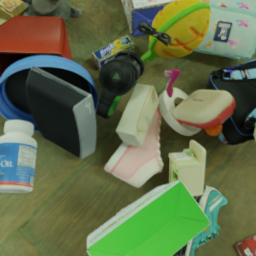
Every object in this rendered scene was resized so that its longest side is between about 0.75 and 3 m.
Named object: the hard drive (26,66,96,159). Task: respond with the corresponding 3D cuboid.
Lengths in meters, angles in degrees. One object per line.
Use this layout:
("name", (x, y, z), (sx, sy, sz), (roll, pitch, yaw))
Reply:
("hard drive", (-1.806, -0.218, 7.700), (1.917, 2.843, 0.602), (27, 59, 11))

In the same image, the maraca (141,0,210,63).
("maraca", (1.439, -2.910, 8.854), (1.977, 2.884, 1.543), (-24, 83, -24))

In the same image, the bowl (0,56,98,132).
("bowl", (-2.320, -0.905, 8.186), (2.880, 2.880, 0.565), (-9, 55, -4))

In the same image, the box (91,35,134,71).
("box", (-0.532, -2.713, 10.110), (1.522, 0.533, 0.489), (-31, 71, -12))

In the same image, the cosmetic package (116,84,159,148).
("cosmetic package", (0.295, -0.353, 7.847), (0.577, 0.817, 1.579), (12, 67, 24))

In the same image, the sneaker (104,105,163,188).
("sneaker", (0.633, 0.545, 8.575), (1.469, 1.058, 2.810), (35, 69, 4))

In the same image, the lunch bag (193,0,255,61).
("lunch bag", (3.416, -3.834, 9.895), (2.396, 1.715, 2.813), (14, 78, 10))

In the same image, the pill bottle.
("pill bottle", (-2.899, 0.746, 7.218), (0.989, 0.989, 1.763), (-2, 71, -1))

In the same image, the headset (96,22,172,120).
("headset", (0.029, -1.496, 8.014), (1.407, 2.996, 1.850), (26, 32, 2))

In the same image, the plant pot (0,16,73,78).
("plant pot", (-2.937, -2.234, 9.029), (2.477, 2.479, 2.185), (2, 57, 1))

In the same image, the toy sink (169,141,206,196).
("toy sink", (1.605, 1.119, 7.846), (0.754, 0.877, 1.346), (-4, 108, -12))

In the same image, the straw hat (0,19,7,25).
("straw hat", (-5.185, -3.334, 10.061), (2.625, 1.111, 2.625), (0, 67, 0))

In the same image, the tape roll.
("tape roll", (1.661, -0.518, 8.799), (1.673, 0.306, 1.673), (24, 46, -27))

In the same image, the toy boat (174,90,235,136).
("toy boat", (2.091, -0.288, 7.490), (1.179, 1.806, 1.181), (-39, 111, -11))

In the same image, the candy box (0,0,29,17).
("candy box", (-4.375, -5.038, 11.139), (0.757, 0.363, 1.312), (37, 73, 15))

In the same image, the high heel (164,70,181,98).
("high heel", (1.184, -1.117, 7.193), (0.407, 0.849, 0.286), (5, 40, 21))

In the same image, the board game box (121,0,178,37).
("board game box", (0.883, -5.199, 10.656), (2.254, 1.369, 2.827), (-12, 68, -5))

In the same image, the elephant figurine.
("elephant figurine", (-3.134, -4.636, 9.724), (1.898, 2.683, 2.081), (28, 71, 11))

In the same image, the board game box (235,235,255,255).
("board game box", (3.698, 3.822, 7.687), (0.799, 0.151, 1.552), (-23, 70, -8))

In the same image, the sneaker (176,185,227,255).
("sneaker", (2.044, 2.788, 7.734), (0.958, 0.933, 2.406), (29, 71, 2))

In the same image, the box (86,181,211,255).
("box", (0.307, 2.466, 6.738), (2.475, 2.184, 1.196), (-32, 80, -16))

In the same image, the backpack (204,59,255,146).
("backpack", (3.960, -0.881, 8.701), (2.626, 1.766, 2.397), (-18, 69, -6))

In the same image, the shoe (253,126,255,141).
("shoe", (3.629, -0.087, 6.923), (0.943, 2.698, 0.720), (-36, 52, -14))
